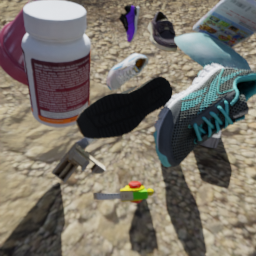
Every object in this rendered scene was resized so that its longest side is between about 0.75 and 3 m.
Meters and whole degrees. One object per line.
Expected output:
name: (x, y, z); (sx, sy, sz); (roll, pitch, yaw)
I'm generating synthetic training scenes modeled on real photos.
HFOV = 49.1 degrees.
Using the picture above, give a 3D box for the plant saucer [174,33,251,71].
plant saucer: (2.660, -2.104, 8.160); (2.770, 0.533, 2.770); (23, 31, -15)

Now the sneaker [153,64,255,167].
sneaker: (1.622, -0.346, 5.470); (1.308, 1.113, 2.868); (10, 51, 48)

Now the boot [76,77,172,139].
boot: (-0.235, -0.291, 5.357); (1.924, 0.745, 1.331); (-23, 7, -28)

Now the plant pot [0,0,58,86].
plant pot: (-2.696, -2.776, 8.767); (2.360, 2.112, 2.360); (19, 53, -28)

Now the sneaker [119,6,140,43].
sneaker: (-0.028, -3.834, 10.284); (0.686, 0.480, 1.380); (9, 85, -17)

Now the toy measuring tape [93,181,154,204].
toy measuring tape: (-0.097, 1.515, 6.560); (1.389, 0.511, 0.511); (-4, 46, 5)

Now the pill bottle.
pill bottle: (-1.742, -1.533, 7.012); (1.604, 2.810, 1.604); (5, 41, -4)

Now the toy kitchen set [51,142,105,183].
toy kitchen set: (-1.160, 1.023, 6.459); (0.864, 1.059, 0.955); (39, 90, -12)

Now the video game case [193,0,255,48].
video game case: (3.203, -3.242, 8.655); (1.562, 2.181, 0.197); (21, 78, -13)

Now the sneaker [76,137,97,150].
sneaker: (-1.023, 0.341, 7.070); (0.486, 0.841, 0.310); (-35, 94, -39)

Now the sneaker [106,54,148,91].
sneaker: (-0.037, -1.606, 7.982); (1.418, 0.543, 0.573); (-46, 33, -12)

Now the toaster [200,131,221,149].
toaster: (2.672, 0.180, 9.581); (0.924, 0.606, 1.021); (16, 49, 16)

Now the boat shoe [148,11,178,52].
boat shoe: (1.281, -3.582, 10.300); (0.886, 0.799, 2.465); (5, 39, -12)
